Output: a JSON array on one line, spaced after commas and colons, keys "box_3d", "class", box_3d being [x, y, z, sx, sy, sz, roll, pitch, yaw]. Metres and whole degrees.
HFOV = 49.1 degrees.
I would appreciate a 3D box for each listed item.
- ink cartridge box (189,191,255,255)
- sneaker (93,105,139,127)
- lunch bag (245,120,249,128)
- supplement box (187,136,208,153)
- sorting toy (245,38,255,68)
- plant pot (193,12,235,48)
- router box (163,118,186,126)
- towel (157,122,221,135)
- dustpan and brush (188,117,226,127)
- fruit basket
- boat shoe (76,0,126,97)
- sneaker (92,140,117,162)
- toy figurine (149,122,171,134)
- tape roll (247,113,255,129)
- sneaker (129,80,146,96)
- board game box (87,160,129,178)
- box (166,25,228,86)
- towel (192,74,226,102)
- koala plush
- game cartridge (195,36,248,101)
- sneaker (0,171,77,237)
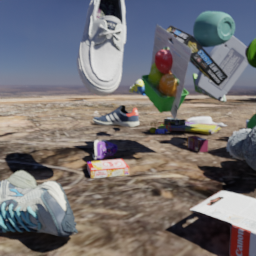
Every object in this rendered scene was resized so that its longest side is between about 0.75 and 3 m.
[{"box_3d": [1.923, 1.441, 3.779, 1.061, 0.490, 1.947, -9, 12, -44], "class": "ink cartridge box"}, {"box_3d": [-0.654, -0.678, 14.707, 2.561, 1.082, 0.960, 2, 10, 17], "class": "sneaker"}, {"box_3d": [6.226, -0.112, 13.328, 1.151, 0.435, 0.922, 0, 12, -3], "class": "lunch bag"}, {"box_3d": [2.326, 0.536, 9.409, 0.322, 0.415, 0.752, -4, 10, -21], "class": "supplement box"}, {"box_3d": [4.395, -2.529, 8.967, 1.906, 1.145, 0.782, -26, 24, -10], "class": "sorting toy"}, {"box_3d": [2.555, -2.861, 8.123, 1.032, 1.032, 0.828, -4, 17, -24], "class": "plant pot"}, {"box_3d": [2.195, -0.297, 13.203, 0.852, 0.265, 0.638, 7, 12, 41], "class": "router box"}, {"box_3d": [2.855, -0.006, 13.123, 2.587, 0.295, 1.858, 4, 11, 29], "class": "towel"}, {"box_3d": [4.120, -0.283, 14.500, 1.834, 0.525, 1.280, -2, 8, 30], "class": "dustpan and brush"}, {"box_3d": [1.101, -1.520, 7.634, 0.944, 2.013, 1.865, -5, 37, -23], "class": "fruit basket"}, {"box_3d": [-0.427, -1.885, 5.635, 0.926, 2.571, 0.881, 14, -29, -15], "class": "boat shoe"}, {"box_3d": [-0.669, 0.647, 8.391, 0.602, 0.581, 1.442, 8, 11, 13], "class": "sneaker"}, {"box_3d": [1.377, 0.048, 12.227, 0.976, 0.515, 0.585, 1, 15, 11], "class": "toy figurine"}, {"box_3d": [4.992, -0.096, 8.477, 2.510, 0.603, 2.510, -3, -29, -2], "class": "tape roll"}, {"box_3d": [0.403, -1.450, 11.055, 0.456, 0.632, 1.204, -39, 1, -12], "class": "sneaker"}, {"box_3d": [-0.517, 1.024, 7.059, 0.950, 0.220, 0.720, -3, 10, -16], "class": "board game box"}, {"box_3d": [1.887, -2.109, 8.024, 1.706, 0.424, 1.693, 37, 15, -27], "class": "box"}, {"box_3d": [3.339, -1.661, 11.529, 1.441, 0.221, 1.075, 18, 47, -18], "class": "towel"}, {"box_3d": [3.707, 0.309, 6.317, 2.525, 2.320, 2.239, -13, 11, -6], "class": "koala plush"}, {"box_3d": [3.608, -2.294, 10.709, 1.464, 2.200, 0.450, 29, 12, -22], "class": "game cartridge"}, {"box_3d": [-1.589, 1.303, 4.234, 0.940, 0.846, 2.179, -24, 16, -40], "class": "sneaker"}]
